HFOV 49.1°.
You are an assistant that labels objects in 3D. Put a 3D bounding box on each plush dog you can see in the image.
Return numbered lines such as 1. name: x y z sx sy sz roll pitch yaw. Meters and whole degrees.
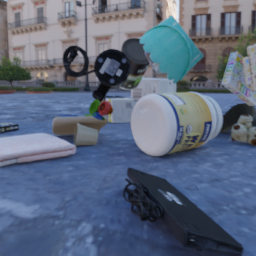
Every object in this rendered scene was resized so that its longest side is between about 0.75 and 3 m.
1. plush dog: 4.261 0.254 9.883 1.064 0.994 1.239 25 41 29

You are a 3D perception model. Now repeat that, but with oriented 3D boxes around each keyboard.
1. keyboard: 0.521 1.338 4.674 1.406 0.535 2.702 21 2 -17

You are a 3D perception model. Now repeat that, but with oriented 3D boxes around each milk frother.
1. milk frother: -1.039 -2.070 9.648 1.786 1.979 1.862 -42 5 1

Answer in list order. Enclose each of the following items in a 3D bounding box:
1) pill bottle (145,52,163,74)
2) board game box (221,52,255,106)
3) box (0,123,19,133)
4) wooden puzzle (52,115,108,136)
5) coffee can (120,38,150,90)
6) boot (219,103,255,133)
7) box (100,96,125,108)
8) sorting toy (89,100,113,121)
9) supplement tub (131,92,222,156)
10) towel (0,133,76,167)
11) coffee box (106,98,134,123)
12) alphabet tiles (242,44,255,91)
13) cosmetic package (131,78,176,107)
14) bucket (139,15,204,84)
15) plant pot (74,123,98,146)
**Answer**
1. pill bottle: 1.022 -2.425 10.035 0.548 0.963 0.548 -20 -25 -10
2. board game box: 4.171 -1.726 10.123 1.815 1.220 0.311 26 -12 -33
3. box: -5.689 0.007 12.317 1.051 0.320 1.304 6 11 26
4. wooden puzzle: -1.882 -0.179 10.656 1.949 0.487 2.104 -2 -12 -16
5. coffee can: 0.185 -3.339 14.919 1.687 1.687 2.305 -3 -25 -19
6. boot: 5.247 -0.422 11.987 2.506 0.909 2.278 0 -16 -25
7. box: -1.150 -1.581 19.088 1.355 1.176 2.217 -4 11 -20
8. sorting toy: -0.718 -0.467 7.690 0.361 0.529 0.880 27 -10 -38
9. supplement tub: 1.571 -0.193 8.847 2.549 1.841 1.841 -8 13 -36
10. towel: -3.176 0.609 8.536 2.425 0.409 2.539 -7 12 -33
11. coffee box: -0.477 -0.965 15.244 1.246 1.244 1.232 -4 10 -21
12. alphabet tiles: 4.267 -2.027 9.380 1.430 1.462 0.107 -24 17 -37
13. cosmetic package: 1.901 -2.467 20.760 2.353 2.367 2.829 6 11 33
14. bucket: 1.561 -2.799 9.929 1.398 2.148 2.148 -38 -4 20
15. plant pot: -1.449 0.278 9.681 0.736 0.804 0.804 8 7 -16
